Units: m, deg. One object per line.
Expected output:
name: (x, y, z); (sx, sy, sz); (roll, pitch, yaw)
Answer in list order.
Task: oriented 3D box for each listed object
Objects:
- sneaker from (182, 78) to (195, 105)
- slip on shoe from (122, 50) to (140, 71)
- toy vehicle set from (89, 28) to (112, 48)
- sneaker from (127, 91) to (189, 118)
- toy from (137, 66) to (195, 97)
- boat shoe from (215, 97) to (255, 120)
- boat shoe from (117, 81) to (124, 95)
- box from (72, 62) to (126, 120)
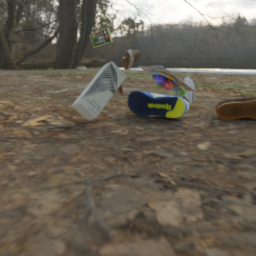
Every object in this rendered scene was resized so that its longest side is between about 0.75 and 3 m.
sneaker: (2.638, -1.589, 12.460); (0.516, 1.282, 0.490); (-27, 29, -26)
slip on shoe: (0.087, -2.508, 10.325); (0.404, 0.507, 1.333); (-22, -8, -14)
toy vehicle set: (-0.970, -3.197, 9.988); (0.769, 0.478, 0.102); (-10, 19, 27)
sneaker: (1.136, -0.865, 10.785); (2.597, 0.960, 1.068); (15, 14, 34)
toy: (1.131, -1.317, 8.362); (1.726, 0.408, 0.994); (20, -5, -41)
boat shoe: (4.509, -0.741, 10.243); (2.490, 0.876, 0.876); (4, 18, 17)
boat shoe: (-0.387, -2.058, 12.661); (0.476, 1.325, 0.502); (-21, 47, -2)
box: (-1.011, -1.320, 10.020); (0.711, 0.855, 2.081); (-10, 43, 57)
